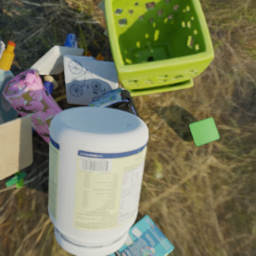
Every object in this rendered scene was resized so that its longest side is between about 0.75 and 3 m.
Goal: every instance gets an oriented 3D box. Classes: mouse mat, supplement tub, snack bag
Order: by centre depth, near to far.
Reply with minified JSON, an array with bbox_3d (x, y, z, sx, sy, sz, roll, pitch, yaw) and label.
[{"bbox_3d":[-0.730,1.146,6.322,2.080,2.869,2.080,6,20,-2],"label":"supplement tub"},{"bbox_3d":[2.402,0.122,8.823,0.938,0.035,0.754,-16,85,-19],"label":"mouse mat"},{"bbox_3d":[-1.186,-1.496,9.227,1.855,1.749,0.199,6,35,4],"label":"snack bag"}]

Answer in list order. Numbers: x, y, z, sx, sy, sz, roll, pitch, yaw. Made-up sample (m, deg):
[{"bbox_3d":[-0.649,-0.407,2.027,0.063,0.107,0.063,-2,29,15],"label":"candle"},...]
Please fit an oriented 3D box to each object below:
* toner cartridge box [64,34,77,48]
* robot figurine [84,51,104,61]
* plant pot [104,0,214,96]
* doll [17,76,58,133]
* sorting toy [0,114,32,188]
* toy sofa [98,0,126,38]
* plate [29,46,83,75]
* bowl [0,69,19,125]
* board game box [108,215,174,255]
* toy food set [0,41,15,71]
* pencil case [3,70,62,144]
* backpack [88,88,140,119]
[{"bbox_3d":[-2.291,-2.948,10.903,0.301,0.662,1.393,4,55,2],"label":"toner cartridge box"},{"bbox_3d":[-1.596,-2.112,10.104,1.118,0.449,1.543,18,57,25],"label":"robot figurine"},{"bbox_3d":[0.788,-2.433,8.508,2.602,2.373,2.615,-9,73,0],"label":"plant pot"},{"bbox_3d":[-3.179,-0.546,9.155,1.884,0.669,2.761,3,55,17],"label":"doll"},{"bbox_3d":[-2.876,0.789,6.516,0.308,2.096,1.549,25,34,24],"label":"sorting toy"},{"bbox_3d":[-0.380,-4.097,10.476,1.042,0.884,2.135,25,38,-37],"label":"toy sofa"},{"bbox_3d":[-2.445,-2.244,9.682,0.252,1.555,1.558,62,29,4],"label":"plate"},{"bbox_3d":[-3.973,-0.802,7.896,1.350,2.582,2.582,5,55,2],"label":"bowl"},{"bbox_3d":[0.277,2.999,6.913,1.353,0.317,1.021,-33,61,-21],"label":"board game box"},{"bbox_3d":[-3.669,-2.279,7.619,0.803,0.757,1.681,12,25,-42],"label":"toy food set"},{"bbox_3d":[-2.322,-0.394,7.895,1.118,2.585,1.070,-33,40,0],"label":"pencil case"},{"bbox_3d":[-0.491,-0.399,8.619,1.520,1.391,1.117,-19,38,9],"label":"backpack"}]
